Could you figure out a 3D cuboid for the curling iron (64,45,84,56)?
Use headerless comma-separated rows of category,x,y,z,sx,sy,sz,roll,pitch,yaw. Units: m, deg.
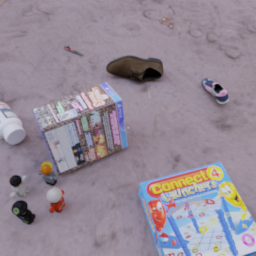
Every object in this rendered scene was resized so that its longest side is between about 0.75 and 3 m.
curling iron,-2.506,-3.559,12.916,1.135,0.145,0.281,28,56,21

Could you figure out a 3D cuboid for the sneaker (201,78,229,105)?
sneaker,3.374,-1.616,10.919,0.566,0.662,1.614,-30,45,-1

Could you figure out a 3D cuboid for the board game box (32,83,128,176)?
board game box,-1.411,0.024,8.796,2.467,1.967,1.195,-22,44,-17

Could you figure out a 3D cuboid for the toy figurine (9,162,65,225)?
toy figurine,-2.636,1.857,8.052,1.481,1.031,1.458,-18,54,-13

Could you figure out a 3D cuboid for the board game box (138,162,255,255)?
board game box,1.908,2.478,7.738,2.624,0.733,2.569,-13,53,-10

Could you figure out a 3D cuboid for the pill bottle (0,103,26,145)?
pill bottle,-4.230,-0.125,9.717,0.892,0.892,1.492,-34,59,-24

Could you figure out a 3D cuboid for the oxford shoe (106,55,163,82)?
oxford shoe,0.282,-2.370,11.447,2.388,0.868,1.008,-1,46,-1
